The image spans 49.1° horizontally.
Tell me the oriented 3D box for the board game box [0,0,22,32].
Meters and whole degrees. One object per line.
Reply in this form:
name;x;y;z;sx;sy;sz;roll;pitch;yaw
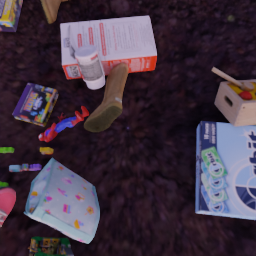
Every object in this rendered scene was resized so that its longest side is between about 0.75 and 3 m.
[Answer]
board game box;-4.300;-4.043;8.867;1.692;0.580;2.047;3;68;-1

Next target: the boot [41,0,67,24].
boot;-1.823;-4.210;8.915;1.891;0.625;1.656;-15;69;-7

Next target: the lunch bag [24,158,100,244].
lunch bag;-1.347;1.588;5.802;1.353;1.589;0.969;38;100;-22

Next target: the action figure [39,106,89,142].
action figure;-1.695;-0.049;6.981;0.413;1.598;0.523;51;30;-15

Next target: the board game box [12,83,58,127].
board game box;-2.512;-0.653;7.663;0.865;0.297;1.047;15;69;5

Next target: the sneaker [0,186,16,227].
sneaker;-2.968;2.150;5.957;0.805;0.684;1.855;16;64;44

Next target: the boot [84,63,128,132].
boot;-0.540;-0.796;7.532;0.533;1.410;1.610;35;41;-31

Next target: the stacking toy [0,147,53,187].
stacking toy;-2.484;0.961;6.755;1.270;0.298;0.958;0;67;-5

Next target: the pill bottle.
pill bottle;-0.934;-1.514;7.082;0.576;1.012;0.576;-7;46;7

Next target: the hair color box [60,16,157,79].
hair color box;-0.575;-2.309;8.048;2.564;0.820;1.422;-6;68;-4

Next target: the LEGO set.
LEGO set;-1.604;2.807;5.769;0.987;1.284;0.744;10;86;-30

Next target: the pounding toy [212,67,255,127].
pounding toy;2.880;-0.844;7.157;1.247;0.963;1.355;-5;39;-13

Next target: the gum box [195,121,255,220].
gum box;3.026;1.061;6.822;2.631;0.586;2.236;5;68;2
